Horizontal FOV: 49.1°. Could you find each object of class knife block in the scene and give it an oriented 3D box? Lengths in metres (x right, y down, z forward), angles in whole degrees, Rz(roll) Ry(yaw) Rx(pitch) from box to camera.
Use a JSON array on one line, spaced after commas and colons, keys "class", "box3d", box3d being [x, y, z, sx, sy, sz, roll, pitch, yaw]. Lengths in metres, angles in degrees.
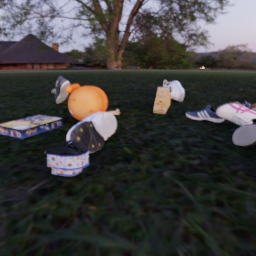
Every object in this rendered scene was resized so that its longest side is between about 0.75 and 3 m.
[{"class": "knife block", "box3d": [1.835, -1.327, 14.396, 0.584, 1.826, 1.603, 7, -18, 17]}]

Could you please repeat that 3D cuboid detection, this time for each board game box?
[{"class": "board game box", "box3d": [-3.681, -0.079, 10.700, 1.343, 0.343, 1.983, 9, 18, 30]}]

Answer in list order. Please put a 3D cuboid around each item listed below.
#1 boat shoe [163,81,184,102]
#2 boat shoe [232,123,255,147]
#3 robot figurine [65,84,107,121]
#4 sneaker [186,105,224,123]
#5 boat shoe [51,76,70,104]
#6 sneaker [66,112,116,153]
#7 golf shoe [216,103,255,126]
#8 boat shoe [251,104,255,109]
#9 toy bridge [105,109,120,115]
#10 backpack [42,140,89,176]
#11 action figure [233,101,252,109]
[{"class": "boat shoe", "box3d": [2.607, -2.373, 17.821, 1.267, 1.098, 2.972, 9, 22, -5]}, {"class": "boat shoe", "box3d": [3.998, 0.133, 8.252, 0.608, 0.713, 2.132, 15, -23, -16]}, {"class": "robot figurine", "box3d": [-1.693, -1.037, 11.814, 1.478, 1.823, 2.534, -12, 7, 4]}, {"class": "sneaker", "box3d": [3.391, -0.705, 12.346, 1.675, 0.708, 0.628, 8, 17, 27]}, {"class": "boat shoe", "box3d": [-3.778, -2.071, 15.527, 0.780, 0.644, 2.083, -39, -8, -29]}, {"class": "sneaker", "box3d": [-1.216, 0.162, 8.781, 1.024, 1.016, 2.827, -15, 8, 19]}, {"class": "golf shoe", "box3d": [4.497, -0.442, 11.004, 2.015, 0.731, 0.928, 10, 39, 9]}, {"class": "boat shoe", "box3d": [7.188, -1.295, 14.392, 2.272, 0.773, 0.817, -8, 17, -28]}, {"class": "toy bridge", "box3d": [-1.215, -0.723, 13.335, 1.661, 0.226, 0.558, 0, 18, -1]}, {"class": "backpack", "box3d": [-1.427, 0.770, 6.794, 0.919, 0.743, 0.965, -2, 15, 27]}, {"class": "action figure", "box3d": [6.161, -1.206, 14.874, 1.065, 0.370, 0.693, 4, 13, 8]}]
